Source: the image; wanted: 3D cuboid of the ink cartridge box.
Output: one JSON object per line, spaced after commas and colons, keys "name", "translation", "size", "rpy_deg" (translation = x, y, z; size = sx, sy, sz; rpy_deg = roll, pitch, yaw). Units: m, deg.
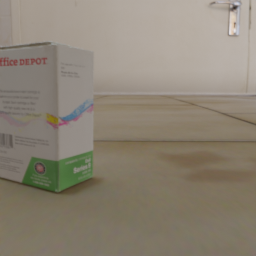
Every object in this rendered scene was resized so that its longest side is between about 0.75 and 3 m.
{"name": "ink cartridge box", "translation": [-1.209, -0.192, 3.930], "size": [1.324, 1.822, 0.797], "rpy_deg": [5, 10, 31]}
